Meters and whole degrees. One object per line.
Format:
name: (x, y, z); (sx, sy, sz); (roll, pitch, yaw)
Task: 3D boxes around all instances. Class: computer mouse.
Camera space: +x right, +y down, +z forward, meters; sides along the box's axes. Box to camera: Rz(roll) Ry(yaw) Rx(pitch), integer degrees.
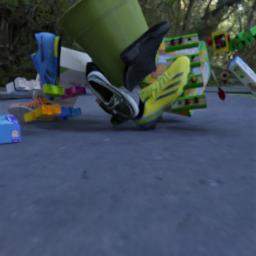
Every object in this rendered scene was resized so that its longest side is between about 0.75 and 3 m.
computer mouse: (-0.869, -1.079, 9.418); (0.597, 2.594, 1.821); (-39, -2, 23)

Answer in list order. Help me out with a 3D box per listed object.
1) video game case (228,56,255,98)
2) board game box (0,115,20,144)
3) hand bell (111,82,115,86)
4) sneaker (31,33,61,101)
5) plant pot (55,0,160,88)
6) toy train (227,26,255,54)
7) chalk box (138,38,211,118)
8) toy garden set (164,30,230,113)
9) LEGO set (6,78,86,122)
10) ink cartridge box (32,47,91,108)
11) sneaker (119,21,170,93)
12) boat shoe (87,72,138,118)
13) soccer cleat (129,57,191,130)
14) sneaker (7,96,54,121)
video game case: (3.355, -1.455, 7.887); (0.288, 1.148, 1.266); (-43, 1, 30)
board game box: (-4.238, 0.071, 7.448); (2.396, 0.539, 1.822); (-5, 12, -27)
hand bell: (-0.144, -1.949, 11.224); (1.923, 1.001, 1.001); (5, 11, 10)
sneaker: (-2.703, -1.972, 9.194); (0.879, 2.241, 0.739); (7, 30, -7)
plant pot: (-0.351, -2.755, 8.713); (2.734, 2.596, 2.734); (-31, 15, 10)
toy train: (3.458, -2.693, 8.650); (0.341, 0.461, 1.635); (-33, 7, -9)
chalk box: (1.964, -2.186, 10.722); (1.808, 2.906, 1.799); (14, -23, 31)
toy garden set: (2.247, -1.863, 8.777); (2.069, 2.482, 0.495); (-7, -10, 12)
LEGO set: (-2.517, -0.703, 8.570); (1.165, 1.083, 2.839); (-14, -5, 27)
ink cartridge box: (-2.735, -1.805, 11.117); (1.724, 0.991, 2.944); (11, -33, -23)
sneaker: (0.522, -1.966, 7.753); (1.979, 1.032, 0.594); (-39, 30, -5)
boat shoe: (-0.509, -0.839, 8.227); (1.867, 0.673, 0.662); (38, 32, -13)
soccer cleat: (0.902, -1.051, 8.417); (1.079, 2.579, 0.834); (24, 26, -16)
sneaker: (-3.655, -0.766, 10.551); (1.680, 0.652, 0.941); (9, 40, -32)
